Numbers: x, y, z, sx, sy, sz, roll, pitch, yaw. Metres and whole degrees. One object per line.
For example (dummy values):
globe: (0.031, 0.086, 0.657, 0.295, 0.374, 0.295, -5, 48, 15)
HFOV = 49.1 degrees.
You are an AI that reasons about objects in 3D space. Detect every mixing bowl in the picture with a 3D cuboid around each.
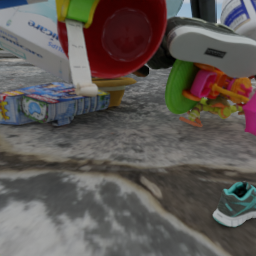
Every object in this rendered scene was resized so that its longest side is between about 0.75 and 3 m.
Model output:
mixing bowl: (-0.215, -2.136, 5.997, 2.299, 2.299, 1.245, 6, 4, 16)

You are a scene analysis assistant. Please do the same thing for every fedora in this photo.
fedora: (-0.782, -1.239, 9.696, 2.309, 0.942, 2.309, -3, 14, 1)

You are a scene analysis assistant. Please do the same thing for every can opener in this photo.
can opener: (1.729, -3.227, 7.219, 0.910, 2.723, 0.726, -36, 52, -6)

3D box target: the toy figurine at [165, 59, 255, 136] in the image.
toy figurine: (2.831, -0.759, 6.792, 2.692, 2.196, 2.925, 36, 29, 33)

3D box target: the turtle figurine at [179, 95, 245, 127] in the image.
turtle figurine: (2.422, -0.640, 8.192, 2.365, 0.762, 1.907, -6, 18, -8)

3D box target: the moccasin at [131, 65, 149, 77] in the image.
moccasin: (0.005, -1.794, 7.752, 1.246, 0.456, 0.481, 21, -15, -28)

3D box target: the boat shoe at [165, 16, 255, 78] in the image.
boat shoe: (1.984, -1.817, 6.070, 2.606, 0.921, 0.830, 10, 52, -24)

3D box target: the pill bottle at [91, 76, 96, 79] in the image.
pill bottle: (-1.969, -3.150, 14.703, 2.280, 1.321, 1.321, -8, 21, -21)

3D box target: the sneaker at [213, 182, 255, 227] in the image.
sneaker: (1.684, 0.969, 3.904, 1.120, 0.511, 0.435, -11, 22, -31)

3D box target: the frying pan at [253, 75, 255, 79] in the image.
frying pan: (2.990, -1.545, 7.160, 0.794, 0.214, 1.313, -15, 39, 39)

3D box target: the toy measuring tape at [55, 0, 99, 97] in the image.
toy measuring tape: (-0.673, -1.982, 4.368, 1.063, 2.890, 1.063, -9, -13, -2)

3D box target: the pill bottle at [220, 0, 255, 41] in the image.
pill bottle: (3.529, -3.086, 8.269, 1.442, 1.442, 2.491, 2, 49, 6)

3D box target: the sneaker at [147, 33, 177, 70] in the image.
sneaker: (0.588, -2.470, 6.879, 0.921, 2.408, 1.380, -45, 28, -16)

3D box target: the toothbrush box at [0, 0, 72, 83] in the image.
toothbrush box: (-1.748, -3.004, 7.196, 2.151, 2.938, 1.253, 26, -19, -7)

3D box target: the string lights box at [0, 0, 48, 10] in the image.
string lights box: (-2.440, -2.199, 3.746, 2.394, 1.230, 0.706, -15, 8, -9)

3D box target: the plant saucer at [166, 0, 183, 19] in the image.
plant saucer: (1.222, -3.704, 8.048, 0.273, 1.420, 1.420, 0, 16, -31)

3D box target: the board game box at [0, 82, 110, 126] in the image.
board game box: (-2.404, -0.646, 8.108, 2.705, 0.834, 2.703, 18, 26, 42)

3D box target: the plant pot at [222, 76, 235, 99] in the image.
plant pot: (3.789, -1.619, 10.999, 0.911, 0.819, 0.911, 17, 24, 40)
